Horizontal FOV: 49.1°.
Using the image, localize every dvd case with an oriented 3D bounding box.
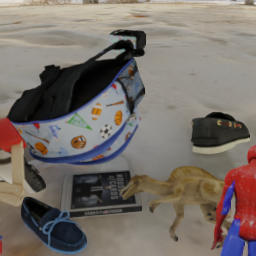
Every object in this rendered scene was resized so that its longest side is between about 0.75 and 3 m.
[{"bbox_3d":[-0.504,1.175,5.148,1.386,0.171,1.041,-4,29,-6],"label":"dvd case"}]

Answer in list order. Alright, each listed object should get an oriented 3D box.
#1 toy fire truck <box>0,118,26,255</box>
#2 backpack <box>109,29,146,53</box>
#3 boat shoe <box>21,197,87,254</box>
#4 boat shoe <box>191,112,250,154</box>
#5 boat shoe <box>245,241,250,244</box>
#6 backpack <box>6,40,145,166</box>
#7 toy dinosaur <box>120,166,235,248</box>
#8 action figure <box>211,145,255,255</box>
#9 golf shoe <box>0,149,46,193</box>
[{"bbox_3d":[-2.003,0.933,4.014,1.342,0.464,1.904,-21,73,-13],"label":"toy fire truck"},{"bbox_3d":[-0.094,-4.508,14.620,1.872,1.185,1.562,6,18,14],"label":"backpack"},{"bbox_3d":[-1.224,1.472,4.295,1.318,0.453,0.555,14,31,24],"label":"boat shoe"},{"bbox_3d":[1.813,0.006,5.314,0.747,0.640,2.042,-1,5,38],"label":"boat shoe"},{"bbox_3d":[2.025,1.417,4.009,0.288,0.843,0.311,44,16,18],"label":"boat shoe"},{"bbox_3d":[-1.031,-0.349,5.847,2.669,2.056,2.543,-9,25,30],"label":"backpack"},{"bbox_3d":[1.289,1.085,4.556,2.787,0.811,1.409,2,31,-4],"label":"toy dinosaur"},{"bbox_3d":[1.378,1.299,3.276,0.765,0.604,2.338,7,71,26],"label":"action figure"},{"bbox_3d":[-2.584,0.801,5.344,2.336,0.908,1.104,24,62,29],"label":"golf shoe"}]
